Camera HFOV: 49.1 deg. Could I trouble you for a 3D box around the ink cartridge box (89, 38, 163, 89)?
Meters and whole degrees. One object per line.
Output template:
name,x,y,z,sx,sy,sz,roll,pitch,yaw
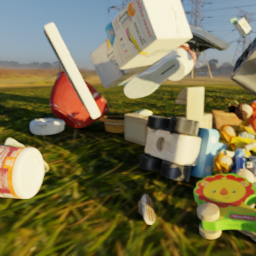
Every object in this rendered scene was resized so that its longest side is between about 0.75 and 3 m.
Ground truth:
ink cartridge box,-0.090,-2.996,11.813,2.329,1.685,1.715,-27,-3,43

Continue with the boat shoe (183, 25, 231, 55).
boat shoe,2.453,-2.900,9.484,0.839,0.755,2.373,8,25,-32

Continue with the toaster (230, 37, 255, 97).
toaster,5.401,-2.659,10.783,1.622,2.472,2.734,32,48,3

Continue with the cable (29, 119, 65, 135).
cable,-3.434,-0.077,11.958,1.458,0.505,1.458,9,14,43

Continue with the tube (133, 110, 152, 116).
tube,0.815,-0.630,14.406,0.794,0.711,2.738,39,7,-6

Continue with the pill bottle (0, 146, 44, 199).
pill bottle,-2.901,0.903,5.948,1.927,1.056,1.056,2,12,10

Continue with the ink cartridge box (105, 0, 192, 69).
ink cartridge box,0.453,-2.345,6.827,1.172,1.193,1.621,-17,-4,-35

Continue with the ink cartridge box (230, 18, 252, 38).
ink cartridge box,4.165,-3.753,10.305,0.420,0.809,0.240,-36,0,-31

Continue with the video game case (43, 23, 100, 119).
video game case,-1.611,-1.595,7.784,0.285,2.487,2.264,-28,22,-8

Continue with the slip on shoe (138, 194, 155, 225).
slip on shoe,0.304,1.508,5.099,0.239,0.300,0.790,-38,16,12

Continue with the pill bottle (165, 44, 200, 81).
pill bottle,2.177,-2.824,11.517,1.164,1.164,2.125,6,36,26

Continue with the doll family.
doll family,2.729,0.617,6.130,1.607,1.166,2.588,12,56,4

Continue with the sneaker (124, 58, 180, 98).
sneaker,0.837,-1.755,9.976,2.191,0.800,0.776,-28,15,4

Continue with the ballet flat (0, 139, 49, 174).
ballet flat,-3.265,0.684,6.989,2.713,0.959,0.959,-2,12,6

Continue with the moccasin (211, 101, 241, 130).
moccasin,4.890,-0.646,12.875,2.746,1.060,1.004,-8,15,-18

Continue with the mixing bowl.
mixing bowl,-2.446,-0.991,12.494,2.795,2.795,1.514,13,61,47

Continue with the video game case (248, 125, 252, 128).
video game case,5.587,-0.082,12.958,0.745,0.094,1.041,-7,13,-30

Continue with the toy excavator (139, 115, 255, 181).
toy excavator,2.112,0.615,7.004,2.840,1.418,2.761,8,2,-32

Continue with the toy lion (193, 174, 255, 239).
toy lion,1.812,1.247,4.719,1.451,0.498,1.391,-1,25,28

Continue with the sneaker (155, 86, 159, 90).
sneaker,0.924,-2.171,13.924,1.472,0.571,0.671,19,-4,27

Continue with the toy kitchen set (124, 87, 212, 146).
toy kitchen set,1.496,-0.511,10.301,2.467,2.013,2.226,-10,15,-39

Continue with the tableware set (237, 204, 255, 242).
tableware set,2.654,1.507,5.041,2.060,0.239,1.721,-5,12,-20

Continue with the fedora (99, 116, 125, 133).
fedora,-0.519,-0.140,11.981,1.497,0.610,1.497,4,10,-1
